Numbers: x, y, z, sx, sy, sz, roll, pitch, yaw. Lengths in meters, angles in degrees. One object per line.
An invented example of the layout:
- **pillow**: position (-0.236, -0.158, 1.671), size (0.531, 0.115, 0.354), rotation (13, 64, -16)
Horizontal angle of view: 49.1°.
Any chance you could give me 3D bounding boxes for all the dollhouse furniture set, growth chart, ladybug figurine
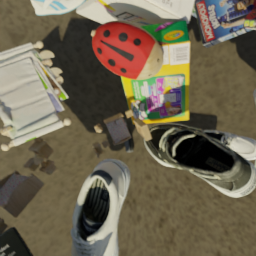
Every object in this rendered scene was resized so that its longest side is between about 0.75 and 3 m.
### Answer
- **dollhouse furniture set**: position (-0.219, 0.127, 6.076), size (1.233, 0.546, 0.639), rotation (-25, 114, -8)
- **growth chart**: position (-2.046, -0.773, 5.699), size (1.593, 0.195, 2.202), rotation (-19, 74, -22)
- **ladybug figurine**: position (-0.043, -1.418, 5.227), size (1.471, 0.529, 0.999), rotation (24, 115, -2)
- **dollhouse furniture set**: position (-2.543, 1.012, 5.809), size (2.345, 1.215, 1.038), rotation (-53, 123, -29)

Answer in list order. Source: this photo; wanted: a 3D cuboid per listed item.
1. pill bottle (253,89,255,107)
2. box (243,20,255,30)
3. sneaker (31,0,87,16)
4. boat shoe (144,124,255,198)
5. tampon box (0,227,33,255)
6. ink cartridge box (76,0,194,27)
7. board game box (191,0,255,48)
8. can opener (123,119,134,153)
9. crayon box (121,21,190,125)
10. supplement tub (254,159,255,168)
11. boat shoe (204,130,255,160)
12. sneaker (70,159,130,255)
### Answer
- **pill bottle**: position (3.983, -0.574, 6.098), size (2.163, 1.181, 1.181), rotation (-14, 79, 23)
- **box**: position (2.699, -1.920, 5.302), size (0.480, 0.872, 0.151), rotation (-6, 114, -35)
- **sneaker**: position (-1.377, -2.579, 5.482), size (1.377, 0.556, 0.527), rotation (3, 43, 25)
- **boat shoe**: position (1.137, 0.366, 5.513), size (0.890, 2.795, 0.988), rotation (37, 82, -36)
- **tampon box**: position (-2.016, 3.175, 4.589), size (1.731, 1.459, 2.310), rotation (-32, 78, -29)
- **ink cartridge box**: position (0.194, -3.406, 6.406), size (1.788, 2.473, 1.820), rotation (11, 94, -31)
- **board game box**: position (2.387, -3.351, 7.197), size (2.504, 0.773, 2.506), rotation (-16, 74, 32)
- **can opener**: position (-0.118, 0.244, 8.802), size (0.369, 0.294, 1.102), rotation (-16, 79, 30)
- **crayon box**: position (0.650, -1.129, 6.568), size (1.495, 2.518, 0.733), rotation (-4, 53, 8)
- **supplement tub**: position (4.102, 0.984, 5.448), size (2.696, 1.960, 1.960), rotation (13, 79, -22)
- **boat shoe**: position (2.065, 0.342, 5.854), size (1.349, 0.441, 0.496), rotation (11, 88, 43)
- **sneaker**: position (-0.759, 2.077, 5.667), size (1.086, 1.053, 2.975), rotation (14, 100, 22)
